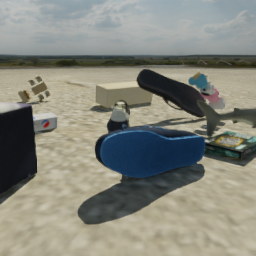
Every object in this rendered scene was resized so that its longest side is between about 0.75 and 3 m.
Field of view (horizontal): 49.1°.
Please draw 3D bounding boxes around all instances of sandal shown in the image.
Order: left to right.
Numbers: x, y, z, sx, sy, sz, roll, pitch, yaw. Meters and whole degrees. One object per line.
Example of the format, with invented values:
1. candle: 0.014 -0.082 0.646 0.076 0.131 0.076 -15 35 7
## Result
1. sandal: 1.557 -1.203 9.866 2.733 0.585 1.039 29 56 -1

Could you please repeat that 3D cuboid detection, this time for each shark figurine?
1. shark figurine: 3.387 -0.408 7.109 2.878 1.201 1.720 16 36 35

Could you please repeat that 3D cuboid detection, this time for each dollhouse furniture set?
1. dollhouse furniture set: -4.403 -1.723 13.129 1.191 1.043 0.791 -27 14 2

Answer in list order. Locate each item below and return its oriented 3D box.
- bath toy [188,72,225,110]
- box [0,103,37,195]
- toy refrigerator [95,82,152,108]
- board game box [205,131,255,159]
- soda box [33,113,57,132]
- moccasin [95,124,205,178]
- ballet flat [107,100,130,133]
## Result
1. bath toy: 2.610 -1.128 9.175 0.616 0.725 1.668 -22 -41 31
2. box: -3.030 0.365 4.287 2.265 1.396 2.246 4 14 16
3. toy refrigerator: -0.137 -1.500 12.542 2.529 0.885 0.960 -12 26 -37
4. board game box: 2.456 0.364 6.516 0.968 0.201 1.431 14 18 42
5. soda box: -2.666 -0.149 8.153 1.159 0.369 0.395 -12 30 -41
6. moccasin: 0.392 0.427 5.300 2.422 0.975 0.826 7 10 -36
7. ballet flat: -0.259 -0.349 7.936 0.659 0.659 1.804 1 24 4
